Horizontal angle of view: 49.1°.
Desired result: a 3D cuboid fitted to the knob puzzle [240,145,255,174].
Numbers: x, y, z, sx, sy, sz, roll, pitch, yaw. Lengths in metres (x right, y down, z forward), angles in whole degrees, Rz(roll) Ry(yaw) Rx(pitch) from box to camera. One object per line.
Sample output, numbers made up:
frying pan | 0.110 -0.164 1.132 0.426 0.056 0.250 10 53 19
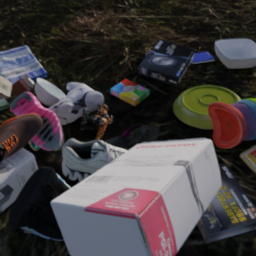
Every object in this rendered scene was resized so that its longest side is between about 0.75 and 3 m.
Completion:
knob puzzle | 4.858 0.936 8.003 2.571 0.357 2.571 -7 51 9

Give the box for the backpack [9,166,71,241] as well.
backpack | -1.756 1.858 6.461 1.310 1.703 1.390 -2 54 47

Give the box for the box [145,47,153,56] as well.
box | 1.714 -3.219 12.918 1.357 0.419 1.700 -11 44 -14

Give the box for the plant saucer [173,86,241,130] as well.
plant saucer | 2.932 -0.890 10.187 2.575 0.400 2.575 -5 38 4

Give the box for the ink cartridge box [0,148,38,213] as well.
ink cartridge box | -3.964 1.426 7.388 1.845 1.065 2.536 25 47 24

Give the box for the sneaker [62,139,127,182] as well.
sneaker | -0.459 0.976 7.838 2.967 1.202 1.115 6 43 4

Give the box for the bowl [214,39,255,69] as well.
bowl | 5.011 -3.357 12.846 1.898 0.710 1.901 -5 44 -5

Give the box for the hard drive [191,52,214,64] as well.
hard drive | 3.400 -3.298 13.197 1.072 0.136 0.707 -10 44 -11

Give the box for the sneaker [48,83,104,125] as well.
sneaker | -2.122 -0.918 10.167 2.243 0.843 1.289 -25 44 -24

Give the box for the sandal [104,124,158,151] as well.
sandal | 0.117 0.311 8.921 2.238 0.536 0.841 -23 43 -31

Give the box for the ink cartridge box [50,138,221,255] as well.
ink cartridge box | 0.337 1.331 5.649 2.140 1.209 2.922 -7 15 40

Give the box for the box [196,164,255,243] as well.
box | 2.322 1.892 7.369 1.485 0.453 1.874 -10 43 -11

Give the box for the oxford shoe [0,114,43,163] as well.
oxford shoe | -3.017 0.435 6.949 0.851 0.835 2.345 12 44 46

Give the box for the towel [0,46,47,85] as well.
towel | -4.796 -2.721 12.242 1.790 0.290 2.437 -25 56 -24

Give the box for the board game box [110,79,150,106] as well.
board game box | 0.074 -1.421 11.091 1.249 0.252 0.956 29 50 28

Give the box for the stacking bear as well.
stacking bear | 3.990 -0.342 8.845 2.420 1.469 1.376 -16 8 -21

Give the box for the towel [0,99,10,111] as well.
towel | -5.979 -1.111 10.730 1.925 0.295 2.523 -30 51 -29

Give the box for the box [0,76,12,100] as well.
box | -4.661 -1.240 9.294 1.449 0.688 0.563 -11 67 24

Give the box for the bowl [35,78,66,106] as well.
bowl | -2.984 -1.223 10.433 0.585 1.301 1.301 -51 50 11

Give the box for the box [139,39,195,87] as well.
box | 1.675 -2.801 11.868 1.729 0.470 2.158 24 54 14

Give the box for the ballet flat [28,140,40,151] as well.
ballet flat | -3.039 0.280 9.188 0.474 0.474 1.364 0 41 0

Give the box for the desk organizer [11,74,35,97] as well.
desk organizer | -4.047 -1.625 10.750 0.598 0.557 1.553 -38 21 0

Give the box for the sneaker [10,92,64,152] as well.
sneaker | -2.608 -0.077 8.639 0.992 1.198 2.511 -39 56 -9

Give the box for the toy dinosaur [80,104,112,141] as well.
toy dinosaur | -1.053 -0.235 9.504 1.080 0.813 1.592 9 31 -11
